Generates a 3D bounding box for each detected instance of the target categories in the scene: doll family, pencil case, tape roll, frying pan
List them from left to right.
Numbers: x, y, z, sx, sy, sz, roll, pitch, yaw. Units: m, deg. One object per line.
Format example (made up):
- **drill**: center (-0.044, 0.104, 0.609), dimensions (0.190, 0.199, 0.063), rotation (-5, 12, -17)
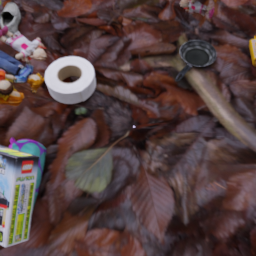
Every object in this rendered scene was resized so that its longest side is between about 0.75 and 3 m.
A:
- **doll family**: center (-3.046, -1.405, 7.167), dimensions (1.565, 1.136, 2.521), rotation (32, 45, -9)
- **pencil case**: center (-2.893, 1.480, 7.312), dimensions (1.076, 0.991, 2.329), rotation (25, 52, -28)
- **tape roll**: center (-1.933, -1.626, 9.491), dimensions (1.667, 0.583, 1.667), rotation (0, 58, 0)
- **frying pan**: center (2.462, -2.331, 10.065), dimensions (1.334, 0.359, 2.206), rotation (10, 61, 7)
- **doll family**: center (1.751, -3.595, 7.134), dimensions (1.139, 1.835, 0.827), rotation (29, 97, 15)

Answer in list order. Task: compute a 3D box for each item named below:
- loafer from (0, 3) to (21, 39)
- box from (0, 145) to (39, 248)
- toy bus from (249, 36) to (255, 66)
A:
- **loafer**: center (-4.694, -4.390, 11.126), dimensions (0.686, 0.684, 1.962), rotation (-10, 59, -6)
- **box**: center (-2.553, 0.912, 4.796), dimensions (2.441, 0.424, 1.343), rotation (9, 92, 33)
- **toy bus**: center (4.780, -2.886, 10.320), dimensions (0.499, 0.415, 1.274), rotation (-6, 57, 18)
